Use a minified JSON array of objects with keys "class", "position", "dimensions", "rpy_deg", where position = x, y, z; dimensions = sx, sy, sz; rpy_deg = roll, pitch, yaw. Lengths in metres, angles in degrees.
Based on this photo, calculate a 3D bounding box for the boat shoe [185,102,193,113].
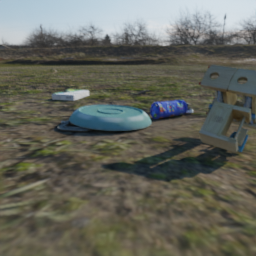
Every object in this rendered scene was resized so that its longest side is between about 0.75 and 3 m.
[{"class":"boat shoe","position":[2.368,-0.878,11.740],"dimensions":[0.407,0.400,1.128],"rpy_deg":[-4,16,-15]}]

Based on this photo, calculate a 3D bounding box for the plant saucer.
[{"class":"plant saucer","position":[-0.609,-0.445,9.943],"dimensions":[2.904,0.398,2.904],"rpy_deg":[4,14,-1]}]

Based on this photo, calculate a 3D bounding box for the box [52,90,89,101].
[{"class":"box","position":[-3.086,-1.795,15.186],"dimensions":[1.301,0.328,1.803],"rpy_deg":[5,15,17]}]

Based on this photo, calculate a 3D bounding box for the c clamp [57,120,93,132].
[{"class":"c clamp","position":[-1.699,-0.111,9.371],"dimensions":[1.439,0.195,1.229],"rpy_deg":[5,16,20]}]

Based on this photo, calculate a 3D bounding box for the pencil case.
[{"class":"pencil case","position":[1.549,-0.742,10.786],"dimensions":[1.548,0.672,0.604],"rpy_deg":[-9,-15,-33]}]

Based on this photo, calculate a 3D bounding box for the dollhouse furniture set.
[{"class":"dollhouse furniture set","position":[2.593,-0.309,7.621],"dimensions":[1.556,1.565,2.220],"rpy_deg":[18,65,33]}]
